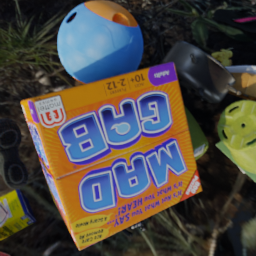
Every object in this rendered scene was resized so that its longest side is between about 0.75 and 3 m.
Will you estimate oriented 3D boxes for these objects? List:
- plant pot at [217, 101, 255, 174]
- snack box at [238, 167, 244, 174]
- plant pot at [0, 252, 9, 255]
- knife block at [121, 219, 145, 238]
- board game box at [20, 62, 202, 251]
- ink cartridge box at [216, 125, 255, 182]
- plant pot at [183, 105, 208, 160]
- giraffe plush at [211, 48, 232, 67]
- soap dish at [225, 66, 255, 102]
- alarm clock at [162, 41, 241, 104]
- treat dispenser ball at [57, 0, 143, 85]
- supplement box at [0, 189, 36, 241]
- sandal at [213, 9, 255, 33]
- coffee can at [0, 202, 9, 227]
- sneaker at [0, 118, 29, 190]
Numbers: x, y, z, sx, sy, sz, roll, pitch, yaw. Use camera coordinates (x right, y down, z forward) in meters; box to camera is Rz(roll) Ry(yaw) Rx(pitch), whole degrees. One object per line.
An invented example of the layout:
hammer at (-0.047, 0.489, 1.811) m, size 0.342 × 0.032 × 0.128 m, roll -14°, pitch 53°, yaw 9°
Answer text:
plant pot at (3.239, 0.152, 7.219) m, size 1.916 × 1.762 × 1.916 m, roll -15°, pitch 66°, yaw 37°
snack box at (4.539, 0.414, 8.882) m, size 2.884 × 0.351 × 1.037 m, roll -21°, pitch 57°, yaw -14°
plant pot at (-3.212, 3.818, 5.430) m, size 2.562 × 2.562 × 2.267 m, roll -3°, pitch 45°, yaw -2°
knife block at (-0.323, 2.206, 7.135) m, size 1.540 × 0.493 × 1.352 m, roll 5°, pitch 13°, yaw 2°
board game box at (-0.556, 0.347, 6.524) m, size 2.857 × 2.854 × 2.855 m, roll -19°, pitch 101°, yaw -21°
ink cartridge box at (4.391, 0.321, 8.329) m, size 2.833 × 0.679 × 2.062 m, roll -29°, pitch 56°, yaw -20°
plant pot at (1.489, 0.176, 8.064) m, size 1.476 × 1.476 × 1.578 m, roll -30°, pitch 52°, yaw -19°
giraffe plush at (3.719, -2.575, 10.790) m, size 0.781 × 0.905 × 0.734 m, roll -5°, pitch 88°, yaw -17°
soap dish at (3.768, -1.259, 8.469) m, size 1.611 × 2.047 × 0.831 m, roll 16°, pitch 99°, yaw -11°
alarm clock at (1.777, -1.496, 7.726) m, size 1.892 × 0.934 × 2.806 m, roll 33°, pitch 12°, yaw -15°
treat dispenser ball at (-0.831, -2.510, 8.612) m, size 2.595 × 2.595 × 2.595 m, roll 0°, pitch 56°, yaw 0°
supplement box at (-3.295, 2.363, 7.301) m, size 1.425 × 0.776 × 0.780 m, roll -26°, pitch 60°, yaw -17°
sandal at (5.043, -4.863, 12.355) m, size 2.524 × 0.569 × 0.948 m, roll 23°, pitch 59°, yaw 15°
coffee can at (-2.762, 1.467, 5.207) m, size 0.656 × 0.896 × 0.656 m, roll -21°, pitch 25°, yaw 10°
sneaker at (-2.972, 0.653, 6.863) m, size 0.680 × 0.812 × 1.790 m, roll -4°, pitch 77°, yaw -36°
